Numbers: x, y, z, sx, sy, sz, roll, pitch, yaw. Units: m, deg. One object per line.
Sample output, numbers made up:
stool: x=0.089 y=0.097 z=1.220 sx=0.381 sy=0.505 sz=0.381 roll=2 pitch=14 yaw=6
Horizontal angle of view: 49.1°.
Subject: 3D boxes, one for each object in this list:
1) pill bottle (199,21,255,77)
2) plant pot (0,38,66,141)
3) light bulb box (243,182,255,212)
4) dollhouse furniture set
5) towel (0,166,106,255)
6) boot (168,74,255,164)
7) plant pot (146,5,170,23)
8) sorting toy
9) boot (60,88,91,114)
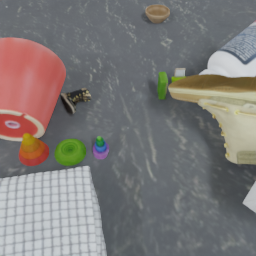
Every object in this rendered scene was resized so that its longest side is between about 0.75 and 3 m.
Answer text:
pill bottle: x=3.291 y=-1.743 z=8.011 sx=2.766 sy=1.654 sz=1.654 roll=-37 pitch=58 yaw=-4
plant pot: x=-2.937 y=-0.886 z=7.521 sx=2.295 sy=2.295 sz=2.030 roll=0 pitch=61 yaw=0
light bulb box: x=3.386 y=1.249 z=5.605 sx=1.499 sy=1.485 sz=0.935 roll=20 pitch=12 yaw=-35
dollhouse furniture set: x=1.931 y=-1.370 z=8.704 sx=1.988 sy=0.768 sz=0.994 roll=-2 pitch=51 yaw=-2
towel: x=-1.593 y=2.211 z=5.390 sx=2.209 sy=1.141 sz=2.667 roll=-5 pitch=59 yaw=-13
boot: x=2.359 y=-0.217 z=7.012 sx=2.735 sy=2.126 sz=0.996 roll=9 pitch=37 yaw=34
plant pot: x=1.213 y=-4.663 z=11.607 sx=0.983 sy=0.454 sz=0.983 roll=0 pitch=50 yaw=1
sorting toy: x=-1.706 y=0.421 z=7.207 sx=2.404 sy=0.828 sz=0.833 roll=-1 pitch=50 yaw=0
boot: x=-1.514 y=-0.846 z=8.390 sx=0.822 sy=0.400 sz=1.092 roll=-20 pitch=33 yaw=-19
